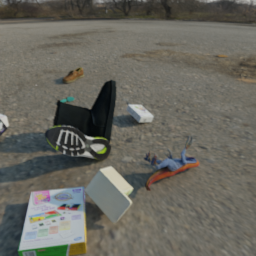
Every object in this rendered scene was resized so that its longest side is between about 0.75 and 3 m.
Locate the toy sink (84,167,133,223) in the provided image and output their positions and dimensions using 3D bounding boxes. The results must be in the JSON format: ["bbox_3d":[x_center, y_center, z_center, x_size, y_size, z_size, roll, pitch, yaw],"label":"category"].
[{"bbox_3d":[-0.427,1.868,7.953,1.293,0.843,0.725,42,18,20],"label":"toy sink"}]

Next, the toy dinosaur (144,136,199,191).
[{"bbox_3d":[1.537,1.310,9.606,1.963,2.163,1.136,21,-15,-19],"label":"toy dinosaur"}]

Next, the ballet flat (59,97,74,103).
[{"bbox_3d":[-3.406,-1.547,15.406,0.864,0.293,0.325,-20,21,-28],"label":"ballet flat"}]

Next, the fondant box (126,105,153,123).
[{"bbox_3d":[0.554,-0.689,13.299,0.805,0.325,1.115,-2,37,-38],"label":"fondant box"}]

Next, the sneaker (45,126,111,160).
[{"bbox_3d":[-1.865,0.587,9.958,1.063,0.970,2.625,2,-17,44],"label":"sneaker"}]

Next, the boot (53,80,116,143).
[{"bbox_3d":[-1.729,-0.682,11.249,2.308,2.817,1.042,7,0,-9],"label":"boot"}]

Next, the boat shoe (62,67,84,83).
[{"bbox_3d":[-3.728,-3.550,18.713,0.720,0.680,2.001,13,30,22],"label":"boat shoe"}]

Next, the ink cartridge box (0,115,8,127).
[{"bbox_3d":[-6.212,-0.292,12.763,1.196,0.504,0.865,16,32,28],"label":"ink cartridge box"}]

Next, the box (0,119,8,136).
[{"bbox_3d":[-6.306,-0.195,11.274,2.233,1.281,1.476,18,56,30],"label":"box"}]

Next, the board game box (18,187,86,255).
[{"bbox_3d":[-1.952,2.496,7.599,1.593,0.420,2.082,-4,28,-7],"label":"board game box"}]
